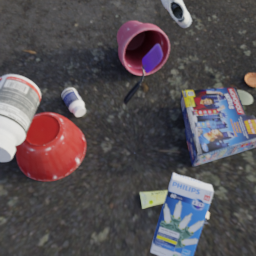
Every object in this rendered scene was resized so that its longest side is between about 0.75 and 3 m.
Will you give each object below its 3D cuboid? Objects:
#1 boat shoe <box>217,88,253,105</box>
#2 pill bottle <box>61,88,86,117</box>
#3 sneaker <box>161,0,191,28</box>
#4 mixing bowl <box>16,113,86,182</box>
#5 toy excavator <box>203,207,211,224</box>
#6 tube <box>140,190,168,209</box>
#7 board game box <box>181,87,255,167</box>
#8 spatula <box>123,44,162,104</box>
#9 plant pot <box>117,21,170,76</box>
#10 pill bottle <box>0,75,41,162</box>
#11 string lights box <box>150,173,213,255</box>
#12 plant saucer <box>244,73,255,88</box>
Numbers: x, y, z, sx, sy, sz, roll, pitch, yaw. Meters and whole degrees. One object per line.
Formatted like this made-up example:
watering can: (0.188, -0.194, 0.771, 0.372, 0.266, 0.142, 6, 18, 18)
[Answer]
boat shoe: (4.440, -1.349, 11.856, 1.577, 0.493, 0.561, 15, 95, 10)
pill bottle: (-2.224, -1.031, 11.557, 0.660, 0.660, 1.189, -26, 61, -16)
sneaker: (1.629, -4.322, 9.811, 0.649, 0.629, 1.776, -38, 68, 20)
mixing bowl: (-2.962, 0.432, 10.190, 2.656, 1.439, 2.656, 0, 57, 1)
toy excavator: (2.045, 2.761, 9.267, 1.012, 1.041, 0.520, 39, 53, -28)
tube: (1.159, 2.383, 9.593, 1.465, 0.380, 0.425, -8, 19, 0)
board game box: (3.730, -0.127, 10.822, 2.985, 0.921, 2.987, -3, 58, -2)
spatula: (0.423, -1.691, 9.653, 0.268, 2.610, 0.738, 5, 51, -26)
plant pot: (0.464, -3.764, 12.569, 2.213, 2.213, 1.980, -17, 44, -11)
pill bottle: (-3.476, -0.288, 8.020, 1.335, 1.335, 2.305, 6, 55, 4)
string lights box: (1.066, 1.825, 5.644, 0.828, 0.475, 1.611, 16, 99, 10)
plant saucer: (5.625, -2.105, 12.543, 0.830, 0.155, 0.830, 0, 58, 1)
